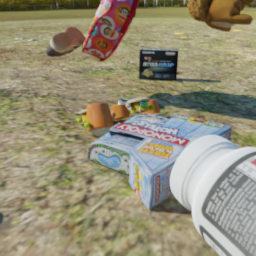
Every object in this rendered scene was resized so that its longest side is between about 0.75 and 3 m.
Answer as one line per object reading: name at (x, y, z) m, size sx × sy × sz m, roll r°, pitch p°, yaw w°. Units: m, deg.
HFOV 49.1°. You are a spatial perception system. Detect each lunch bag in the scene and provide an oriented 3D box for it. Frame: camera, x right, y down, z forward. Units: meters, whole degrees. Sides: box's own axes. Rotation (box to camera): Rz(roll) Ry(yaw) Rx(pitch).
lunch bag at (-0.568, -3.845, 9.569) m, size 1.118 × 2.729 × 2.404 m, roll 22°, pitch 65°, yaw -19°

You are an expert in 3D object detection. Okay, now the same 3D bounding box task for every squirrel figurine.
squirrel figurine at (2.011, -2.992, 6.108) m, size 1.492 × 1.392 × 1.056 m, roll 11°, pitch 8°, yaw -2°

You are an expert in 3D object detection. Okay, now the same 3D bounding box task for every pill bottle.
pill bottle at (1.987, 1.298, 3.919) m, size 1.702 × 1.702 × 2.938 m, roll -13°, pitch 29°, yaw -25°

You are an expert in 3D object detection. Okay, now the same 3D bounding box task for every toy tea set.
toy tea set at (-0.131, -0.250, 8.422) m, size 2.732 × 1.011 × 1.624 m, roll -9°, pitch -3°, yaw -11°

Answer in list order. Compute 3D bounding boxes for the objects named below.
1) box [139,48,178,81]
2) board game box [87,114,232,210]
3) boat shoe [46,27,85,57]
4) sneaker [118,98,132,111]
box at (1.412, -2.947, 13.067) m, size 1.777 × 1.413 × 0.409 m, roll 5°, pitch 26°, yaw 9°
board game box at (0.561, 0.503, 6.521) m, size 2.845 × 0.877 × 2.843 m, roll 16°, pitch 29°, yaw 29°
boat shoe at (-2.242, -3.052, 10.048) m, size 0.697 × 0.774 × 2.152 m, roll -29°, pitch 16°, yaw 30°
sneaker at (0.136, -0.832, 9.867) m, size 1.066 × 0.377 × 0.389 m, roll 7°, pitch 27°, yaw 14°
